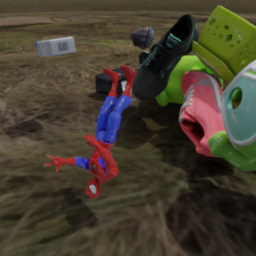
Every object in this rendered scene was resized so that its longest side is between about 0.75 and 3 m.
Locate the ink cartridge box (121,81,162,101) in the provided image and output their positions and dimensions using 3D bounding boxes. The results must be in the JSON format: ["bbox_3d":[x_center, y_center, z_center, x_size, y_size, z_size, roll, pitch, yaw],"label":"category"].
[{"bbox_3d":[0.377,-1.249,8.685,1.093,0.340,1.359,-14,22,0],"label":"ink cartridge box"}]

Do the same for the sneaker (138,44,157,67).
[{"bbox_3d":[0.910,-2.311,9.327,0.693,0.623,1.605,-7,1,-27],"label":"sneaker"}]

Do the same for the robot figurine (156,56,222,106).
[{"bbox_3d":[1.843,-1.574,9.331,2.376,1.567,2.708,-20,20,-26],"label":"robot figurine"}]

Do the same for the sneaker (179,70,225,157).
[{"bbox_3d":[1.769,-0.485,6.981,1.253,1.065,2.889,-3,48,-18],"label":"sneaker"}]

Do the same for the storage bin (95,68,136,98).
[{"bbox_3d":[-0.438,-1.772,10.947,1.044,0.724,1.544,21,33,34],"label":"storage bin"}]

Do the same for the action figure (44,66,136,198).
[{"bbox_3d":[-0.618,0.017,4.920,1.186,2.397,0.782,15,-9,-43],"label":"action figure"}]

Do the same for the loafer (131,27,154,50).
[{"bbox_3d":[0.405,-3.061,9.384,0.689,0.787,2.189,13,16,-6],"label":"loafer"}]

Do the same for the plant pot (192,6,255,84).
[{"bbox_3d":[2.566,-2.040,7.296,1.394,1.265,1.387,22,24,-52],"label":"plant pot"}]

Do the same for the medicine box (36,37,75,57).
[{"bbox_3d":[-2.073,-2.308,8.013,0.768,0.434,0.843,-23,24,-38],"label":"medicine box"}]

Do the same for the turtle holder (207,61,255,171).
[{"bbox_3d":[2.515,-0.191,5.013,1.758,2.313,1.643,-37,72,-12],"label":"turtle holder"}]

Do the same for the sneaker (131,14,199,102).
[{"bbox_3d":[0.907,-1.893,7.472,0.984,2.609,1.034,35,-3,15],"label":"sneaker"}]
